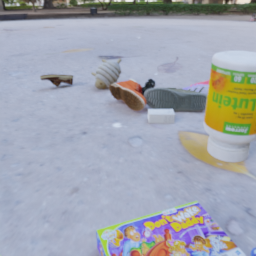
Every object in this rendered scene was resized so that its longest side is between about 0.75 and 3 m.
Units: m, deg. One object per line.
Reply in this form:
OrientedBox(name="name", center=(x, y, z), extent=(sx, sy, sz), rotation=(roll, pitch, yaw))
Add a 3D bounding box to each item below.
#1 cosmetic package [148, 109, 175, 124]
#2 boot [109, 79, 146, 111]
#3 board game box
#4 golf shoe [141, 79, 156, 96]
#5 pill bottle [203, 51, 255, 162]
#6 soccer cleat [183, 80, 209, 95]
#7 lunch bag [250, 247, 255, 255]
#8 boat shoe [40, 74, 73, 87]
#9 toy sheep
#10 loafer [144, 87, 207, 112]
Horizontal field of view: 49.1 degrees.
OrientedBox(name="cosmetic package", center=(1.166, -0.417, 9.945), extent=(0.907, 0.385, 0.488), rotation=(0, 28, 1))
OrientedBox(name="boot", center=(0.235, -1.394, 11.028), extent=(1.122, 0.785, 2.093), rotation=(-23, 39, -24))
OrientedBox(name="board game box", center=(0.649, 2.103, 4.754), extent=(2.085, 0.467, 1.402), rotation=(-10, 28, -19))
OrientedBox(name="golf shoe", center=(0.694, -1.579, 11.986), extent=(1.215, 0.472, 0.574), rotation=(-33, -16, 15))
OrientedBox(name="pill bottle", center=(2.862, -0.530, 7.485), extent=(1.530, 2.755, 1.530), rotation=(0, 26, 0))
OrientedBox(name="soccer cleat", center=(3.222, -1.567, 11.241), extent=(2.733, 1.045, 0.912), rotation=(8, 26, 39))
OrientedBox(name="lunch bag", center=(2.485, 2.356, 4.224), extent=(1.352, 0.511, 1.083), rotation=(8, 26, 14))
OrientedBox(name="boat shoe", center=(-3.351, -2.226, 13.233), extent=(1.606, 0.578, 0.579), rotation=(-7, 15, -37))
OrientedBox(name="toy sheep", center=(-0.942, -2.589, 13.184), extent=(1.240, 1.240, 1.798), rotation=(31, 84, 46))
OrientedBox(name="loafer", center=(1.840, -1.100, 10.941), extent=(2.476, 0.931, 0.863), rotation=(8, 16, 3))
